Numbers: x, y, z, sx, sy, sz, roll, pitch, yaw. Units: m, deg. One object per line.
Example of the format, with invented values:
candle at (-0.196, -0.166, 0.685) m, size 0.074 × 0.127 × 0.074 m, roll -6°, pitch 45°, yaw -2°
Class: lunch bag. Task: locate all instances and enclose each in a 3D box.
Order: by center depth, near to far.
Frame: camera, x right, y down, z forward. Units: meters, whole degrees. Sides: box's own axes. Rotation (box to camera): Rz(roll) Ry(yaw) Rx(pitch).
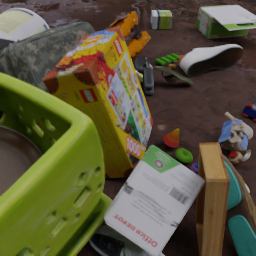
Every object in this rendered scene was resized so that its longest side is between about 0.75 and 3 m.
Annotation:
lunch bag at (-2.121, -1.583, 7.326) m, size 2.065 × 1.715 × 2.462 m, roll -1°, pitch 29°, yaw 42°

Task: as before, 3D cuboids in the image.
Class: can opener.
can opener at (0.601, -1.812, 9.692) m, size 0.610 × 0.483 × 1.836 m, roll -8°, pitch 44°, yaw 2°

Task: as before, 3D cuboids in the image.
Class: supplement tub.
supplement tub at (-3.929, -2.507, 9.277) m, size 2.097 × 2.097 × 2.893 m, roll 6°, pitch 41°, yaw 7°

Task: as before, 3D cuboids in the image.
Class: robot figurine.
robot figurine at (-0.270, -2.995, 10.192) m, size 2.430 × 1.762 × 0.707 m, roll -49°, pitch 29°, yaw -20°

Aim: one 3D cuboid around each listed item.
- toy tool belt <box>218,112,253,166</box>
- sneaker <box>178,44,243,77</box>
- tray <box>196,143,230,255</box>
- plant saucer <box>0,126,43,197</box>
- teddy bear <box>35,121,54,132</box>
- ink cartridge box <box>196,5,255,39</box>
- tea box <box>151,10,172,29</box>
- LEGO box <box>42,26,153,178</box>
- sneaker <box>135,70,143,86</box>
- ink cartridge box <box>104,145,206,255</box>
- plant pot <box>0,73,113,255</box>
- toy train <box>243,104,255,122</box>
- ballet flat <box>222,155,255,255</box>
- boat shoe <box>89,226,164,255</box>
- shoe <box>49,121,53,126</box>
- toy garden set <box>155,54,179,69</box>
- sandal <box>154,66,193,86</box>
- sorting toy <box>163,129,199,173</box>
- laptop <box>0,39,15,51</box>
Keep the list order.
toy tool belt at (2.569, 0.228, 6.974) m, size 0.788 × 0.800 × 1.282 m, roll 44°, pitch 47°, yaw -16°
sneaker at (3.050, -2.743, 10.496) m, size 2.541 × 0.925 × 1.076 m, roll -16°, pitch 45°, yaw -16°
tray at (1.360, 1.296, 4.634) m, size 0.353 × 1.907 × 0.941 m, roll -2°, pitch 31°, yaw 8°
plant saucer at (-2.352, 0.998, 4.577) m, size 2.160 × 0.346 × 2.160 m, roll 14°, pitch 63°, yaw -30°
teddy bear at (-1.653, -0.789, 8.132) m, size 2.883 × 0.962 × 2.090 m, roll -23°, pitch 43°, yaw -23°
ink cartridge box at (4.589, -4.547, 12.579) m, size 2.041 × 1.046 × 2.762 m, roll -8°, pitch 42°, yaw -10°
tea box at (1.641, -5.348, 13.822) m, size 0.957 × 0.650 × 0.972 m, roll 0°, pitch 40°, yaw -2°
LEGO box at (-0.446, -0.519, 6.353) m, size 1.053 × 2.728 × 2.032 m, roll -6°, pitch 37°, yaw 23°
sneaker at (0.248, -1.617, 9.208) m, size 0.357 × 0.406 × 0.960 m, roll -18°, pitch -11°, yaw 32°
ink cartridge box at (0.395, 1.109, 4.442) m, size 1.000 × 0.577 × 1.369 m, roll 35°, pitch 85°, yaw 1°
plant pot at (-1.947, 1.092, 4.352) m, size 2.721 × 2.481 × 2.735 m, roll 26°, pitch 59°, yaw 33°
toy train at (3.895, -0.392, 8.178) m, size 0.535 × 0.392 × 0.925 m, roll -19°, pitch 42°, yaw -41°
ballet flat at (2.110, 1.522, 5.230) m, size 0.832 × 0.780 × 2.299 m, roll 9°, pitch 49°, yaw -42°
boat shoe at (-0.023, 2.191, 4.770) m, size 1.584 × 0.553 × 0.564 m, roll 19°, pitch 0°, yaw 29°
shoe at (-1.612, -0.312, 6.832) m, size 1.639 × 0.746 × 0.586 m, roll 35°, pitch 65°, yaw 25°
toy garden set at (1.690, -2.545, 10.856) m, size 1.002 × 0.200 × 0.835 m, roll -24°, pitch 44°, yaw -27°
sandal at (1.519, -1.698, 9.457) m, size 1.443 × 0.412 × 0.573 m, roll 24°, pitch 16°, yaw -12°
sorting toy at (1.399, 0.489, 6.857) m, size 0.458 × 0.455 × 1.322 m, roll -7°, pitch 45°, yaw -36°
laptop at (-4.593, -1.295, 6.728) m, size 2.834 × 1.642 × 2.654 m, roll 9°, pitch 28°, yaw -2°
